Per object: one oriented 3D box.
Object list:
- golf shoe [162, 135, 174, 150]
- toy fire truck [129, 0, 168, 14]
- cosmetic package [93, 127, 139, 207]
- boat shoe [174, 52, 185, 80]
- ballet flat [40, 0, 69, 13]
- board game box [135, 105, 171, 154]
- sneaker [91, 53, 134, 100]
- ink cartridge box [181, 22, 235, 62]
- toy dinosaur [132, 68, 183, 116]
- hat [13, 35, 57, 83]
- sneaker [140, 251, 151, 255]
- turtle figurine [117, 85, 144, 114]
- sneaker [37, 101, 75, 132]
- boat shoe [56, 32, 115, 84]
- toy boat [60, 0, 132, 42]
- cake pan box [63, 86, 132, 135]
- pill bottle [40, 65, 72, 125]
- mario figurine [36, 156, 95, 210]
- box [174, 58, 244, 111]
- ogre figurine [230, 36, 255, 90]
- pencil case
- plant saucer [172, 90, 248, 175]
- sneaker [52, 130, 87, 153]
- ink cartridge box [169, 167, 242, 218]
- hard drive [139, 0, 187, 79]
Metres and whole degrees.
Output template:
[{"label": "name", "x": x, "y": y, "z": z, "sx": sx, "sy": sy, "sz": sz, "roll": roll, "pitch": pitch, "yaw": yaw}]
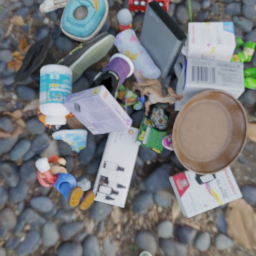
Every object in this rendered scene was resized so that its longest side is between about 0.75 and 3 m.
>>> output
[{"label": "golf shoe", "x": 1.671, "y": 0.556, "z": 10.498, "sx": 0.736, "sy": 1.609, "sz": 0.606, "roll": -15, "pitch": 82, "yaw": 40}, {"label": "toy fire truck", "x": 0.637, "y": -5.875, "z": 12.288, "sx": 2.317, "sy": 0.565, "sz": 1.634, "roll": 6, "pitch": 75, "yaw": 3}, {"label": "cosmetic package", "x": -0.411, "y": 1.367, "z": 10.567, "sx": 1.216, "sy": 0.746, "sz": 2.945, "roll": 16, "pitch": 76, "yaw": -8}, {"label": "boat shoe", "x": 2.053, "y": -2.693, "z": 11.583, "sx": 0.625, "sy": 0.721, "sz": 1.692, "roll": -24, "pitch": 96, "yaw": -9}, {"label": "ballet flat", "x": -3.145, "y": -5.586, "z": 12.336, "sx": 1.677, "sy": 0.536, "sz": 0.634, "roll": -18, "pitch": 75, "yaw": -3}, {"label": "board game box", "x": 0.996, "y": -0.012, "z": 10.717, "sx": 1.044, "sy": 0.234, "sz": 1.993, "roll": 25, "pitch": 50, "yaw": -4}, {"label": "sneaker", "x": -0.943, "y": -1.382, "z": 10.124, "sx": 1.117, "sy": 2.950, "sz": 1.292, "roll": 36, "pitch": 56, "yaw": -3}, {"label": "ink cartridge box", "x": 2.919, "y": -3.124, "z": 10.558, "sx": 1.833, "sy": 1.148, "sz": 1.178, "roll": 2, "pitch": 64, "yaw": 8}, {"label": "toy dinosaur", "x": 0.933, "y": -1.307, "z": 9.595, "sx": 1.314, "sy": 0.832, "sz": 1.939, "roll": -25, "pitch": 64, "yaw": -11}, {"label": "hat", "x": -3.491, "y": -2.557, "z": 11.235, "sx": 0.977, "sy": 2.423, "sz": 2.423, "roll": 33, "pitch": 76, "yaw": -37}, {"label": "sneaker", "x": 0.850, "y": 5.138, "z": 9.888, "sx": 0.547, "sy": 0.664, "sz": 1.444, "roll": -32, "pitch": 80, "yaw": -6}, {"label": "turtle figurine", "x": -0.439, "y": -1.178, "z": 10.919, "sx": 1.902, "sy": 1.369, "sz": 1.844, "roll": -44, "pitch": 86, "yaw": -12}, {"label": "sneaker", "x": -2.428, "y": -0.474, "z": 11.098, "sx": 2.447, "sy": 0.949, "sz": 1.371, "roll": 8, "pitch": 81, "yaw": 12}, {"label": "boat shoe", "x": -1.842, "y": -2.928, "z": 11.319, "sx": 2.883, "sy": 1.028, "sz": 0.868, "roll": -40, "pitch": 73, "yaw": 5}, {"label": "toy boat", "x": -1.242, "y": -4.718, "z": 11.696, "sx": 2.990, "sy": 1.389, "sz": 2.513, "roll": 18, "pitch": 78, "yaw": 4}, {"label": "cake pan box", "x": -1.027, "y": -0.511, "z": 9.741, "sx": 1.738, "sy": 1.887, "sz": 0.494, "roll": -8, "pitch": 46, "yaw": 40}, {"label": "pill bottle", "x": -2.630, "y": -1.166, "z": 10.215, "sx": 1.129, "sy": 1.129, "sz": 2.038, "roll": -1, "pitch": 85, "yaw": 0}, {"label": "mario figurine", "x": -2.246, "y": 1.684, "z": 9.936, "sx": 1.385, "sy": 1.613, "sz": 2.613, "roll": -33, "pitch": 43, "yaw": -32}, {"label": "box", "x": 2.921, "y": -1.483, "z": 10.515, "sx": 2.017, "sy": 2.193, "sz": 1.151, "roll": 6, "pitch": 70, "yaw": 0}, {"label": "ogre figurine", "x": 4.496, "y": -2.525, "z": 11.360, "sx": 1.547, "sy": 1.266, "sz": 2.580, "roll": -14, "pitch": 92, "yaw": -20}, {"label": "pencil case", "x": 0.370, "y": -2.868, "z": 11.441, "sx": 0.978, "sy": 1.067, "sz": 2.352, "roll": -39, "pitch": 77, "yaw": 34}, {"label": "plant saucer", "x": 2.775, "y": 0.151, "z": 9.753, "sx": 2.942, "sy": 0.538, "sz": 2.942, "roll": -3, "pitch": 99, "yaw": -17}, {"label": "sneaker", "x": -2.283, "y": 0.552, "z": 10.975, "sx": 1.362, "sy": 0.542, "sz": 0.889, "roll": -4, "pitch": 77, "yaw": 0}, {"label": "ink cartridge box", "x": 2.829, "y": 2.182, "z": 10.427, "sx": 2.131, "sy": 0.882, "sz": 1.553, "roll": -20, "pitch": 78, "yaw": -4}, {"label": "hard drive", "x": 1.222, "y": -3.248, "z": 10.686, "sx": 0.438, "sy": 2.661, "sz": 1.857, "roll": -33, "pitch": 78, "yaw": -14}]
